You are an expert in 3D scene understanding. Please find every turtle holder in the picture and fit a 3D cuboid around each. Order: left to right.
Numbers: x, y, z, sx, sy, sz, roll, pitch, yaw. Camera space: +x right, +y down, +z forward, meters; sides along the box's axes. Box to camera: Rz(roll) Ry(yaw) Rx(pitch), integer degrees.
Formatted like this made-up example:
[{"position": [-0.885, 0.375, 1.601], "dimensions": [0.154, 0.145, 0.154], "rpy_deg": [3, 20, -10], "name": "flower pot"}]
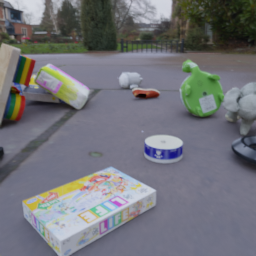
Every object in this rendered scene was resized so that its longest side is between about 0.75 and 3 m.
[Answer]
[{"position": [2.626, -1.433, 10.915], "dimensions": [2.097, 1.594, 1.489], "rpy_deg": [40, 0, -9], "name": "turtle holder"}]

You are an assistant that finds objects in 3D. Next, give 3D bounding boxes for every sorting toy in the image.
[{"position": [-4.410, -1.582, 10.489], "dimensions": [0.970, 2.770, 2.787], "rpy_deg": [14, 10, -34], "name": "sorting toy"}]

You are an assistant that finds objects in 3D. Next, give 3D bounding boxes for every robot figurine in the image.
[{"position": [0.099, -2.802, 16.561], "dimensions": [1.515, 0.855, 1.285], "rpy_deg": [-12, 56, -32], "name": "robot figurine"}]

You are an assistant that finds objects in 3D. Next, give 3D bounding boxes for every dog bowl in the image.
[{"position": [0.929, 0.549, 7.409], "dimensions": [1.011, 0.398, 1.011], "rpy_deg": [0, 19, 0], "name": "dog bowl"}]

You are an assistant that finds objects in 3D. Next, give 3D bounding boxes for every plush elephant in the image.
[{"position": [3.930, -0.597, 8.877], "dimensions": [1.860, 2.259, 1.749], "rpy_deg": [20, 45, 28], "name": "plush elephant"}]

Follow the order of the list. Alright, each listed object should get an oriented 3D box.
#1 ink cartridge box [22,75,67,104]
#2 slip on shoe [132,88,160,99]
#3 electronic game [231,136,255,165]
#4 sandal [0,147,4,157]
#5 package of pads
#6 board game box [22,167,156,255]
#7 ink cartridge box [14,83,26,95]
[{"position": [-3.716, -1.858, 13.419], "dimensions": [2.147, 0.505, 2.122], "rpy_deg": [4, 29, -7], "name": "ink cartridge box"}, {"position": [0.903, -1.634, 13.814], "dimensions": [1.459, 0.540, 0.446], "rpy_deg": [3, 54, -22], "name": "slip on shoe"}, {"position": [3.686, 0.644, 7.058], "dimensions": [2.056, 0.428, 2.056], "rpy_deg": [4, 16, -1], "name": "electronic game"}, {"position": [-3.361, 0.847, 6.556], "dimensions": [0.802, 0.510, 2.133], "rpy_deg": [-4, 7, -9], "name": "sandal"}, {"position": [-2.820, -1.832, 12.274], "dimensions": [2.300, 0.784, 1.777], "rpy_deg": [31, 14, -13], "name": "package of pads"}, {"position": [-0.659, 1.369, 5.058], "dimensions": [1.990, 0.341, 1.338], "rpy_deg": [-16, 25, -40], "name": "board game box"}, {"position": [-5.265, -2.006, 13.947], "dimensions": [0.380, 0.995, 0.679], "rpy_deg": [-7, 16, 15], "name": "ink cartridge box"}]
